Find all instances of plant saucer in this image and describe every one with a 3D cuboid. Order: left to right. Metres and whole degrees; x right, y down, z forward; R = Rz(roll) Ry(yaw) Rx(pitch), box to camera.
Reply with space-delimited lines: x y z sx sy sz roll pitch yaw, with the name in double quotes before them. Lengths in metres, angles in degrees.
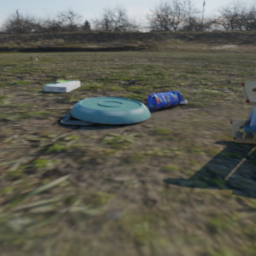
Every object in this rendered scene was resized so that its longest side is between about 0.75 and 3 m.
"plant saucer" -0.625 -0.720 10.219 2.904 0.398 2.904 3 17 -1

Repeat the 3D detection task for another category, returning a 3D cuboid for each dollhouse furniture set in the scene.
"dollhouse furniture set" 3.544 0.166 6.763 1.556 1.565 2.220 2 48 7

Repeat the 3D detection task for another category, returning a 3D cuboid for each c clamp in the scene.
"c clamp" -1.657 -0.330 9.581 1.439 0.195 1.229 5 19 15

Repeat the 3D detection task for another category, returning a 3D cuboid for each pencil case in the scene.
"pencil case" 1.422 -1.129 11.250 1.548 0.672 0.604 -13 -19 -37

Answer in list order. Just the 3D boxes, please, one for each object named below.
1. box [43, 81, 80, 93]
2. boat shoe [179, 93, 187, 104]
"box" -3.546 -2.265 15.172 1.301 0.328 1.803 5 18 12
"boat shoe" 2.187 -1.321 12.221 0.407 0.400 1.128 -7 20 -20
